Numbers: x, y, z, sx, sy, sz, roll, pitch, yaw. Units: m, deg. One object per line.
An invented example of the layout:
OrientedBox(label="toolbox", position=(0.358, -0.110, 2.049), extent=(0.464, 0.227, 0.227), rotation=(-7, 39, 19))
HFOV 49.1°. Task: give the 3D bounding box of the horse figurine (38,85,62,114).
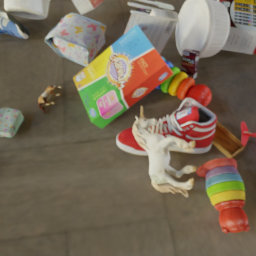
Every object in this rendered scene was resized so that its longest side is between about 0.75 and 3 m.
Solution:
OrientedBox(label="horse figurine", position=(-2.766, -1.059, 9.680), extent=(0.791, 0.298, 1.193), rotation=(9, 61, 33))

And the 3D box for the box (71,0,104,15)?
OrientedBox(label="box", position=(-1.816, -6.101, 11.756), extent=(1.031, 1.939, 1.476), rotation=(4, 48, 48))

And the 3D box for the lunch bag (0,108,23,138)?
OrientedBox(label="lunch bag", position=(-3.898, -0.152, 9.066), extent=(0.797, 0.383, 0.994), rotation=(12, 56, 5))

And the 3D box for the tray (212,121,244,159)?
OrientedBox(label="tray", position=(2.959, 0.346, 8.819), extent=(0.627, 0.235, 1.270), rotation=(-32, 62, -20))

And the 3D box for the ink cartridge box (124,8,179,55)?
OrientedBox(label="ink cartridge box", position=(0.605, -3.310, 9.956), extent=(1.727, 1.960, 0.438), rotation=(0, 61, -20))

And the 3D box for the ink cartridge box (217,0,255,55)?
OrientedBox(label="ink cartridge box", position=(4.728, -4.362, 11.518), extent=(2.347, 1.121, 2.674), rotation=(11, 56, 7))

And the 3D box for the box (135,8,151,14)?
OrientedBox(label="box", position=(0.784, -4.740, 12.102), extent=(0.515, 0.594, 0.898), rotation=(-35, 62, -26))

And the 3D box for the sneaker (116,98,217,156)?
OrientedBox(label="sneaker", position=(1.103, -0.016, 8.163), extent=(2.928, 1.646, 1.043), rotation=(-1, 50, -1))

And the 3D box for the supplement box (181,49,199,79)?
OrientedBox(label="supplement box", position=(2.215, -2.297, 10.074), extent=(0.535, 0.984, 0.300), rotation=(24, 43, 33))

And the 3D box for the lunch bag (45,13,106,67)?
OrientedBox(label="lunch bag", position=(-2.020, -3.480, 10.883), extent=(1.879, 1.195, 1.593), rotation=(24, 59, 5))

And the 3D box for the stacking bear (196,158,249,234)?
OrientedBox(label="stacking bear", position=(2.603, 1.817, 7.396), extent=(1.106, 1.036, 1.822), rotation=(-5, 61, -3))

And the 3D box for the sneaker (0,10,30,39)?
OrientedBox(label="sneaker", position=(-5.179, -4.256, 11.712), extent=(2.577, 0.976, 0.993), rotation=(32, 85, 19))

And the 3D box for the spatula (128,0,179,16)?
OrientedBox(label="spatula", position=(1.130, -5.050, 11.903), extent=(2.689, 0.216, 1.870), rotation=(1, 50, -26))

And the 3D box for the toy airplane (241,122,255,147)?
OrientedBox(label="toy airplane", position=(3.937, 0.259, 8.511), extent=(1.634, 0.300, 1.634), rotation=(5, 81, -30))

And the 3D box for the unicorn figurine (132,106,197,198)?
OrientedBox(label="unicorn figurine", position=(0.935, 0.654, 7.559), extent=(1.723, 0.927, 2.509), rotation=(2, 94, 28))

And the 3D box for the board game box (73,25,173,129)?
OrientedBox(label="board game box", position=(-0.291, -1.683, 9.114), extent=(2.875, 0.580, 2.200), rotation=(-37, 55, 13))

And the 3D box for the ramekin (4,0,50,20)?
OrientedBox(label="ramekin", position=(-4.228, -5.205, 11.690), extent=(1.881, 1.881, 0.917), rotation=(7, 97, 5))

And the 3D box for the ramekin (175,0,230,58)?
OrientedBox(label="ramekin", position=(2.759, -3.669, 10.407), extent=(1.064, 2.284, 2.284), rotation=(-3, 54, -20))

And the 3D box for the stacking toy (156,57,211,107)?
OrientedBox(label="stacking toy", position=(1.520, -1.645, 9.591), extent=(2.912, 1.243, 1.243), rotation=(33, 61, 20))
